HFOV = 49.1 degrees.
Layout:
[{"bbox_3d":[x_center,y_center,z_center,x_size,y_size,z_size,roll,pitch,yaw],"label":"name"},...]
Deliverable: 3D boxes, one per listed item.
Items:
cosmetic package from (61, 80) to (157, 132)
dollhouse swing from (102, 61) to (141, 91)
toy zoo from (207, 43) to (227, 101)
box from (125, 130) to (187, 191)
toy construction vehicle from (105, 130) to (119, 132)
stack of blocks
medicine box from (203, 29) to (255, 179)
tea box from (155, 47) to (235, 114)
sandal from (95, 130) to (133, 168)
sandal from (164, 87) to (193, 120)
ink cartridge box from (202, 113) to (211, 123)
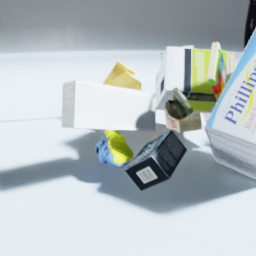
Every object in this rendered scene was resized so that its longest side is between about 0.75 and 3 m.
[{"bbox_3d":[-0.340,-0.419,6.277,2.314,0.955,0.586,3,0,-42],"label":"cosmetic package"},{"bbox_3d":[-0.186,-1.372,10.828,1.531,1.742,1.583,37,12,14],"label":"dollhouse swing"},{"bbox_3d":[2.041,-1.166,6.306,0.136,0.870,1.326,3,-20,30],"label":"toy zoo"},{"bbox_3d":[0.685,0.754,6.676,0.939,0.677,1.265,-34,6,39],"label":"box"},{"bbox_3d":[-0.475,-0.179,10.304,0.970,0.392,1.114,-32,30,-34],"label":"toy construction vehicle"},{"bbox_3d":[1.826,-1.355,10.123,0.834,2.847,1.639,-9,9,-7],"label":"stack of blocks"},{"bbox_3d":[3.117,-0.415,6.376,1.510,2.672,2.934,25,-8,27],"label":"medicine box"},{"bbox_3d":[1.824,-1.275,8.111,1.868,1.269,1.899,5,-12,-3],"label":"tea box"},{"bbox_3d":[-0.451,0.669,7.689,0.822,0.900,2.068,37,7,-14],"label":"sandal"},{"bbox_3d":[1.111,-0.422,6.519,0.463,0.644,1.621,-33,-14,-5],"label":"sandal"},{"bbox_3d":[3.079,-0.519,8.834,0.576,1.346,0.993,27,37,-24],"label":"ink cartridge box"}]
